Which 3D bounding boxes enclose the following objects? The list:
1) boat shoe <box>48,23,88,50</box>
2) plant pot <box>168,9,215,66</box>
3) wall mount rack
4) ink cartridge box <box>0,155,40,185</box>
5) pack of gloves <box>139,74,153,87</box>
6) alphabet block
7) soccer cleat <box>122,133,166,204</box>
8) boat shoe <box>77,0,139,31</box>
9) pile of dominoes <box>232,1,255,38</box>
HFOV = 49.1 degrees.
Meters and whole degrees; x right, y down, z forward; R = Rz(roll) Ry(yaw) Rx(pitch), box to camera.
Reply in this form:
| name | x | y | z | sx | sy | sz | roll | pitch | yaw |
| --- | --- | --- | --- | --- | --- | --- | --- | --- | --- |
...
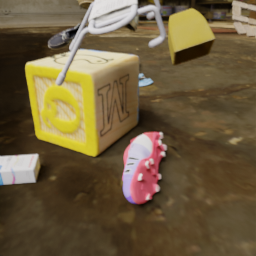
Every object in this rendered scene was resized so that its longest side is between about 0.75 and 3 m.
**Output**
| name | x | y | z | sx | sy | sz | roll | pitch | yaw |
| --- | --- | --- | --- | --- | --- | --- | --- | --- | --- |
| boat shoe | -2.105 | -3.201 | 9.643 | 1.509 | 0.548 | 0.473 | -24 | -11 | -2 |
| plant pot | 1.870 | -2.969 | 8.965 | 1.271 | 1.309 | 1.279 | -17 | -8 | 5 |
| wall mount rack | -0.460 | -1.917 | 5.464 | 2.254 | 0.967 | 2.594 | -15 | 38 | 14 |
| ink cartridge box | -2.701 | 1.009 | 6.817 | 0.974 | 0.412 | 0.704 | -4 | 26 | -6 |
| pack of gloves | -0.156 | -2.526 | 14.088 | 2.519 | 0.497 | 2.117 | -11 | 29 | -23 |
| alphabet block | -1.237 | -0.911 | 8.521 | 2.400 | 2.413 | 2.458 | 12 | 28 | 27 |
| soccer cleat | 0.247 | 0.911 | 6.707 | 1.020 | 0.890 | 2.668 | -13 | 22 | 23 |
| boat shoe | -0.761 | -4.728 | 11.465 | 2.735 | 0.860 | 0.998 | 6 | -5 | -34 |
| pile of dominoes | 4.374 | -3.261 | 9.124 | 2.161 | 0.344 | 1.685 | 15 | 58 | 2 |
